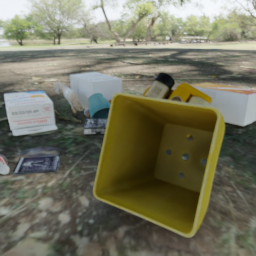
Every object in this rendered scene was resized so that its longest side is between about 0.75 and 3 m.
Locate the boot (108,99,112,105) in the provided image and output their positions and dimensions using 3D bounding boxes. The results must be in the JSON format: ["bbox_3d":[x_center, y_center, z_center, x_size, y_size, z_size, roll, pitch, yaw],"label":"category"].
[{"bbox_3d":[-0.145,-0.774,11.640,1.540,0.527,1.450,31,47,32],"label":"boot"}]

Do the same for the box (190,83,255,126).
[{"bbox_3d":[3.881,-1.043,11.501,2.526,1.231,1.571,18,22,39],"label":"box"}]

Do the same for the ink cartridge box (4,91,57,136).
[{"bbox_3d":[-3.887,-0.680,11.051,1.634,0.963,2.838,-10,22,-24],"label":"ink cartridge box"}]

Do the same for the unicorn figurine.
[{"bbox_3d":[-2.638,-1.394,12.420,0.733,1.363,1.984,-43,31,-27],"label":"unicorn figurine"}]

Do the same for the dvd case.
[{"bbox_3d":[-2.483,1.022,7.701,1.150,0.092,0.855,-2,21,-8],"label":"dvd case"}]

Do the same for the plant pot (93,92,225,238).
[{"bbox_3d":[0.891,0.623,5.909,2.201,2.201,1.941,13,3,33],"label":"plant pot"}]

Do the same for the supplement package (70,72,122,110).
[{"bbox_3d":[-1.532,-1.695,13.079,1.451,1.446,2.474,-13,24,-32],"label":"supplement package"}]

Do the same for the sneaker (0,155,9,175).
[{"bbox_3d":[-3.353,0.938,7.578,0.939,0.362,0.384,34,12,39],"label":"sneaker"}]

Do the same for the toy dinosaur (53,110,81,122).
[{"bbox_3d":[-2.395,-0.507,11.490,1.490,0.354,0.656,14,36,22],"label":"toy dinosaur"}]

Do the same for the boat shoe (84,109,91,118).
[{"bbox_3d":[-1.129,-0.665,11.812,1.375,0.497,0.498,-19,31,-20],"label":"boat shoe"}]

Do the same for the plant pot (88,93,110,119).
[{"bbox_3d":[-1.146,-0.837,11.016,0.947,0.947,0.890,-10,59,-26],"label":"plant pot"}]

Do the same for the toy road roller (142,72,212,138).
[{"bbox_3d":[1.655,-0.709,10.295,2.493,1.532,1.820,31,-11,15],"label":"toy road roller"}]

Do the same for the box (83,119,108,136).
[{"bbox_3d":[-1.002,-0.057,10.297,1.255,0.312,0.990,-2,20,-6],"label":"box"}]
